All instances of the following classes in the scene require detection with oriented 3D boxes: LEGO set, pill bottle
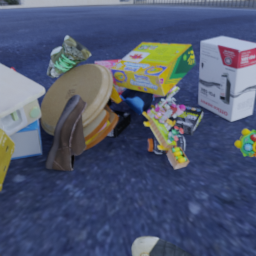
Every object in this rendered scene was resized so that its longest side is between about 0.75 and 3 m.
[{"bbox_3d":[1.149,-0.254,7.268,1.234,0.998,2.682,34,29,-17],"label":"LEGO set"},{"bbox_3d":[0.986,0.444,7.405,0.938,0.498,0.498,-2,29,-4],"label":"pill bottle"}]

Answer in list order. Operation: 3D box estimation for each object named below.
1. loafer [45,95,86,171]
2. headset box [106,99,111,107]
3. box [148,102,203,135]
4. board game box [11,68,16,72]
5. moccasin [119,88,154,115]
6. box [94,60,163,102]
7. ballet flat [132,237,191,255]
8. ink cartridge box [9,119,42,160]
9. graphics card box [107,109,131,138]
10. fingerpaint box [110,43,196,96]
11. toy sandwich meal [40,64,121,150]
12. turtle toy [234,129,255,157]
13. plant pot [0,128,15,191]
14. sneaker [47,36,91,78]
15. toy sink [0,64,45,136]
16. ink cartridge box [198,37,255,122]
[{"bbox_3d":[-1.279,0.182,6.408,0.766,2.158,0.788,20,39,-9],"label":"loafer"},{"bbox_3d":[-1.423,-0.848,8.884,1.456,0.546,1.082,10,32,23],"label":"headset box"},{"bbox_3d":[1.532,-0.353,8.947,1.467,0.325,1.175,15,37,25],"label":"box"},{"bbox_3d":[-4.033,-1.135,9.120,1.401,1.061,0.324,-40,12,-20],"label":"board game box"},{"bbox_3d":[0.413,-0.951,8.856,0.892,1.052,2.615,-48,14,0],"label":"moccasin"},{"bbox_3d":[0.039,-1.873,10.793,2.530,1.261,1.208,-7,32,-12],"label":"box"},{"bbox_3d":[0.828,2.210,3.636,2.112,0.702,0.600,35,18,30],"label":"ballet flat"},{"bbox_3d":[-3.327,-0.166,7.771,1.610,0.929,2.219,-9,39,-15],"label":"ink cartridge box"},{"bbox_3d":[-0.827,-0.236,8.723,1.597,0.406,1.002,11,32,25],"label":"graphics card box"},{"bbox_3d":[0.657,-1.629,7.524,1.742,0.639,1.454,18,54,43],"label":"fingerpaint box"},{"bbox_3d":[-1.296,-0.644,7.796,2.669,0.914,2.669,-18,50,22],"label":"toy sandwich meal"},{"bbox_3d":[3.026,0.316,6.698,0.643,0.883,0.446,31,2,-23],"label":"turtle toy"},{"bbox_3d":[-3.238,0.475,5.076,1.935,1.879,1.892,14,72,-8],"label":"plant pot"},{"bbox_3d":[-1.802,-1.878,8.102,0.859,0.990,2.235,32,-16,-24],"label":"sneaker"},{"bbox_3d":[-2.911,-0.544,6.604,1.942,1.088,1.266,27,49,29],"label":"toy sink"},{"bbox_3d":[3.250,-1.632,9.264,0.976,2.355,1.729,-19,32,-21],"label":"ink cartridge box"}]
